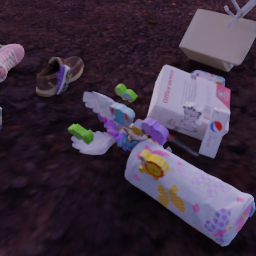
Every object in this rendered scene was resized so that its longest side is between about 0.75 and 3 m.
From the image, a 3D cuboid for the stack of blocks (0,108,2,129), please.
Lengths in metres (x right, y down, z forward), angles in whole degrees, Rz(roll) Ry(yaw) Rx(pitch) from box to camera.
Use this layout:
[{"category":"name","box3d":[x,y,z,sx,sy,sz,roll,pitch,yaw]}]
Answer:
[{"category":"stack of blocks","box3d":[-3.393,0.215,5.901,0.554,1.090,1.893,21,39,-6]}]

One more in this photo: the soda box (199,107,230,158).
[{"category":"soda box","box3d":[1.775,0.094,5.752,0.335,0.984,0.313,20,21,17]}]

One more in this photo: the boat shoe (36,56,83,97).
[{"category":"boat shoe","box3d":[-2.094,-1.820,8.676,0.791,0.789,2.193,17,43,19]}]

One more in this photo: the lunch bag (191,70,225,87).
[{"category":"lunch bag","box3d":[2.027,-1.065,7.890,1.108,0.522,1.383,23,51,27]}]

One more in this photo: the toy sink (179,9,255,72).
[{"category":"toy sink","box3d":[3.020,-2.743,9.070,2.118,1.381,1.187,29,6,33]}]

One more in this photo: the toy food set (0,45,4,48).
[{"category":"toy food set","box3d":[-5.186,-2.580,9.838,1.132,0.476,1.577,24,45,26]}]

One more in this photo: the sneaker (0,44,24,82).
[{"category":"sneaker","box3d":[-3.969,-2.003,8.960,1.002,0.721,1.917,27,53,33]}]

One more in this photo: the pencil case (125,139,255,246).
[{"category":"pencil case","box3d":[1.024,1.072,5.076,2.292,0.953,1.040,31,33,32]}]

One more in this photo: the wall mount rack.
[{"category":"wall mount rack","box3d":[3.190,-3.664,7.426,0.717,1.922,1.670,47,17,8]}]

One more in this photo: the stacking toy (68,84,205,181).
[{"category":"stacking toy","box3d":[0.165,-0.114,5.336,2.187,0.514,1.649,24,51,28]}]

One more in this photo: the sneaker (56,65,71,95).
[{"category":"sneaker","box3d":[-1.931,-1.395,8.123,0.375,0.898,0.362,26,23,10]}]

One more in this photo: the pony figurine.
[{"category":"pony figurine","box3d":[-0.265,-0.026,6.118,1.549,1.336,1.604,15,11,19]}]

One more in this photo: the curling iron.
[{"category":"curling iron","box3d":[1.094,0.231,6.612,0.369,0.190,1.488,-23,41,-28]}]

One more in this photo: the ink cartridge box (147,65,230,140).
[{"category":"ink cartridge box","box3d":[1.426,-0.556,6.561,1.728,0.715,1.266,19,60,-6]}]
